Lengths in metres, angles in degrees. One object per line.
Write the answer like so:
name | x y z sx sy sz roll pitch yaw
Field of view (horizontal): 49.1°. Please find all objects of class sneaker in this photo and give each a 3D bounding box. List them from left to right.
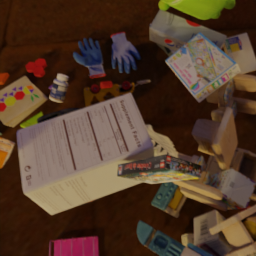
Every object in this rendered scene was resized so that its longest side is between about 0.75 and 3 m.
sneaker | 1.095 0.773 7.891 2.384 0.896 0.966 41 44 11
sneaker | 1.597 -3.214 9.663 1.227 0.645 1.698 -34 68 -2

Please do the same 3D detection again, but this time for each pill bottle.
pill bottle | -2.004 -1.164 8.185 0.427 0.427 0.769 23 106 10

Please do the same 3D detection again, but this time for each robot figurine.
robot figurine | 1.854 -4.059 7.923 2.622 2.301 1.517 9 76 -30

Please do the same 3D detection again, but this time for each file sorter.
file sorter | -1.324 3.119 6.890 1.126 0.706 0.782 -5 65 -2

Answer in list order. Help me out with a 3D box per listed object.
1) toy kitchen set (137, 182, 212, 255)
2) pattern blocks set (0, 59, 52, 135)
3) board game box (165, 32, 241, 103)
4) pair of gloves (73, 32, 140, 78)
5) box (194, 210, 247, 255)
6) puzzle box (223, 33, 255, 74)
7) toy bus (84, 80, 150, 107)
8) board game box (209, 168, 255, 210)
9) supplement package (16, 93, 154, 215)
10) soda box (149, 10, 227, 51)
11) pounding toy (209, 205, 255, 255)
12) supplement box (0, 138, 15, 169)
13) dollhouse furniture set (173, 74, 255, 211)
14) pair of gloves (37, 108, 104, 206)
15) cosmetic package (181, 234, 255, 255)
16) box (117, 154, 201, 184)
toy kitchen set | 1.273 2.063 6.076 2.198 1.295 1.761 14 63 46
pattern blocks set | -3.524 -0.889 8.965 2.778 0.225 2.442 -29 69 -12
board game box | 1.595 -1.398 6.264 1.052 0.268 1.565 -37 43 13
pair of gloves | -0.756 -2.514 9.707 2.208 0.252 1.775 -15 65 -8
box | 1.922 2.345 5.855 1.067 0.581 0.682 43 33 -20
puzzle box | 3.787 -2.482 9.480 0.883 0.169 1.328 -15 85 -4
toy bus | -0.401 -0.744 7.403 1.511 1.602 0.828 -9 95 -47
board game box | 2.248 1.450 6.450 0.627 1.218 0.639 30 71 2
supplement package | -0.883 0.630 6.510 2.736 1.599 1.605 -19 56 -5
soda box | 1.821 -2.824 8.786 2.265 0.718 0.773 28 80 12
pounding toy | 2.543 2.027 5.176 1.191 2.083 1.195 -42 61 28
supplement box | -2.759 0.449 5.773 0.613 0.972 0.357 23 92 -17
dollhouse furniture set | 2.610 0.669 6.496 1.869 2.873 2.639 15 70 31
pair of gloves | -1.402 0.699 7.876 2.531 0.351 2.840 -16 70 -14
cosmetic package | 2.755 3.225 6.701 2.722 0.968 1.432 -3 67 -1
box | 0.541 0.798 5.184 0.898 1.314 0.248 20 65 -34
